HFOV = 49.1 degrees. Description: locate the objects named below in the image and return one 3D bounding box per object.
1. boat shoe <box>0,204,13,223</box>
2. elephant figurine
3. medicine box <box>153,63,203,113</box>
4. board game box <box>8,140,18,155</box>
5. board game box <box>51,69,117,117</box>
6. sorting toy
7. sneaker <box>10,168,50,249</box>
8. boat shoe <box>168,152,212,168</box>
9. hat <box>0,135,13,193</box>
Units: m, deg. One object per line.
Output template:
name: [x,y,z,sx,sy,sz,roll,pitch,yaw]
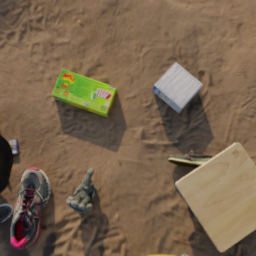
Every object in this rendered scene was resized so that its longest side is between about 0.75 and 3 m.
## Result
boat shoe: [-5.195,3.391,10.347,1.815,0.601,0.634,-19,91,-14]
elephant figurine: [-1.578,2.420,10.520,1.027,1.126,1.452,41,51,-27]
medicine box: [1.961,-1.593,11.224,1.449,0.746,1.320,42,81,9]
board game box: [-4.828,0.807,11.148,0.839,0.144,0.568,-7,80,-1]
board game box: [-1.747,-1.395,11.316,2.337,0.556,1.187,19,81,3]
sorting toy: [3.624,2.501,10.426,2.827,0.984,2.810,-32,82,-5]
sneaker: [-3.601,2.928,10.311,1.165,1.079,2.890,3,80,0]
boat shoe: [2.423,1.202,10.891,1.728,0.633,0.560,8,70,-3]
hat: [-5.570,1.346,9.814,1.162,2.880,2.880,2,79,31]
